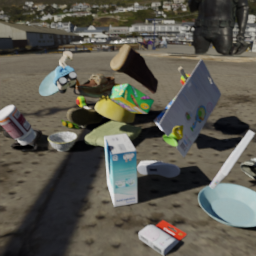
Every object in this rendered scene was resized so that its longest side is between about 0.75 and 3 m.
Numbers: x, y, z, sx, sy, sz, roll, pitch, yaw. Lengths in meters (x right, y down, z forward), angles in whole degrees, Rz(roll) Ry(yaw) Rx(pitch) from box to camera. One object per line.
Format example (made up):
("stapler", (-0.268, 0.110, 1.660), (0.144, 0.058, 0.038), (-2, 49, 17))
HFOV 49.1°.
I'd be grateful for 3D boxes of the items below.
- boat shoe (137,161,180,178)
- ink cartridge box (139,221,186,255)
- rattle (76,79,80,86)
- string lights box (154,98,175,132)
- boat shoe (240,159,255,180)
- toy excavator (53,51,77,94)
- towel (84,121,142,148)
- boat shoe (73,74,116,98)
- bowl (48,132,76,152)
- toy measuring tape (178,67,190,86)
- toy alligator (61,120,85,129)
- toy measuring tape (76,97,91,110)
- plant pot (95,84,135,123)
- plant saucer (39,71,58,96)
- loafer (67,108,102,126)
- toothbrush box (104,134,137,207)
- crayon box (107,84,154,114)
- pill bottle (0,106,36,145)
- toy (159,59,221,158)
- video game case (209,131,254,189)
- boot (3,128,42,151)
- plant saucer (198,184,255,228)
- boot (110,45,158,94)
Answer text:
("boat shoe", (1.172, 1.477, 10.672), (1.607, 0.591, 0.525), (6, 26, 12))
("ink cartridge box", (0.947, 2.876, 7.612), (0.861, 0.302, 1.059), (20, 33, 41))
("rattle", (-3.247, -2.356, 14.395), (1.319, 0.942, 0.859), (-26, 28, 8))
("string lights box", (1.784, -0.510, 11.681), (0.398, 1.350, 0.694), (23, 25, -48))
("boat shoe", (4.931, 1.751, 9.814), (0.728, 0.808, 2.286), (-8, 16, -20))
("toy excavator", (-2.474, -2.247, 10.910), (1.356, 0.696, 1.394), (-35, 77, -25))
("towel", (-0.652, 0.345, 13.672), (2.003, 0.493, 2.700), (11, 23, 24))
("boat shoe", (-1.466, -1.934, 12.671), (1.097, 1.040, 2.898), (11, 14, 22))
("bowl", (-2.951, 0.686, 12.655), (1.267, 0.595, 1.267), (1, 22, 0))
("toy measuring tape", (2.283, -2.092, 11.411), (0.533, 0.533, 1.450), (20, -13, 41))
("toy alligator", (-2.982, -0.099, 15.037), (1.430, 0.344, 0.474), (16, 15, 14))
("toy measuring tape", (-2.971, -1.688, 18.616), (0.669, 0.669, 1.818), (-14, 26, -32))
("plant pot", (-0.508, -1.520, 15.828), (2.354, 1.671, 2.354), (19, 18, -6))
("plant saucer", (-3.044, -1.866, 11.810), (1.563, 0.301, 1.563), (-18, 47, 20))
("loafer", (-2.447, -0.619, 15.251), (0.853, 0.962, 2.529), (10, 4, 34))
("toothbrush box", (-0.249, 1.349, 9.178), (0.817, 1.916, 1.403), (-8, 24, -11))
("crayon box", (0.044, -1.124, 11.081), (1.216, 0.596, 2.047), (31, -5, -18))
("pill bottle", (-2.865, -0.049, 7.224), (0.559, 0.978, 0.559), (-20, 35, 15))
("toy", (1.782, -0.603, 8.466), (0.624, 1.522, 2.643), (3, 52, 48))
("video game case", (2.347, 0.798, 6.463), (0.144, 1.596, 1.143), (34, 76, 19))
("boot", (-5.041, 0.510, 12.969), (2.014, 0.697, 1.754), (2, 21, -1))
("plant saucer", (3.182, 2.429, 8.523), (2.092, 0.403, 2.092), (0, 21, 0))
("boot", (0.469, -2.389, 12.034), (1.033, 2.374, 2.854), (-37, 18, 24))
